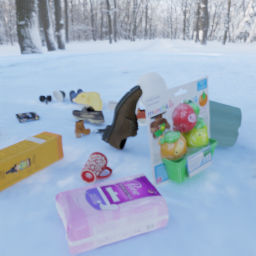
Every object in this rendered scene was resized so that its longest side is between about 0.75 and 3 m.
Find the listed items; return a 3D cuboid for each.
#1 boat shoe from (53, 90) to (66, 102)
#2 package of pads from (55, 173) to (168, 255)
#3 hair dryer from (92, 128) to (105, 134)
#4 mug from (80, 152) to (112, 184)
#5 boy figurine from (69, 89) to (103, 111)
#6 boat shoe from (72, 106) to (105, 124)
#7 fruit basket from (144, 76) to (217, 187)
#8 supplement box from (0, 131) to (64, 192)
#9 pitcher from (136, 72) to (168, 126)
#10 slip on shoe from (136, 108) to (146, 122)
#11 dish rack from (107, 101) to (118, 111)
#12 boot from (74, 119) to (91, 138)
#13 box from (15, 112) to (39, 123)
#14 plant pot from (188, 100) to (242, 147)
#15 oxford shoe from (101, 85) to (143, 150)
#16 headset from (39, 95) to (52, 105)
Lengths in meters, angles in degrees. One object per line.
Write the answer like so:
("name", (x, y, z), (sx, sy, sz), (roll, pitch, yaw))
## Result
("boat shoe", (-4.274, -2.124, 17.688), (0.677, 0.689, 1.910), (-13, 22, -22))
("package of pads", (-0.394, 1.908, 6.513), (2.362, 0.894, 1.423), (-8, 25, -21))
("hair dryer", (-0.701, -0.064, 12.284), (1.216, 0.434, 1.597), (-7, 1, 38))
("mug", (-0.983, 1.257, 8.679), (0.863, 0.649, 0.973), (3, 24, 14))
("boy figurine", (-2.284, -1.694, 16.285), (1.693, 0.877, 2.723), (-20, 29, -38))
("boat shoe", (-1.901, -0.716, 13.542), (1.975, 0.724, 0.736), (14, 19, 31))
("fruit basket", (1.660, 0.122, 8.237), (2.578, 2.783, 1.304), (-22, 31, -31))
("supplement box", (-3.368, 0.995, 8.914), (0.977, 0.945, 2.840), (11, 22, 28))
("pitcher", (0.968, -1.278, 12.740), (1.983, 2.312, 1.401), (-10, -11, -27))
("slip on shoe", (0.439, -0.669, 13.707), (2.218, 0.679, 0.822), (-2, 16, 8))
("dish rack", (-0.475, -0.999, 13.731), (1.055, 0.230, 0.905), (10, -19, -6))
("boot", (-1.951, -0.032, 11.991), (0.359, 0.727, 0.937), (16, 26, 36))
("box", (-5.081, -0.553, 14.123), (0.969, 0.243, 0.976), (-13, 24, -29))
("plant pot", (3.126, -0.197, 10.860), (2.060, 2.103, 2.103), (11, 22, 7))
("oxford shoe", (0.032, -0.304, 10.124), (1.151, 2.727, 0.991), (36, 37, 16))
("headset", (-5.046, -1.712, 17.160), (0.783, 0.596, 1.268), (-5, 6, -22))
